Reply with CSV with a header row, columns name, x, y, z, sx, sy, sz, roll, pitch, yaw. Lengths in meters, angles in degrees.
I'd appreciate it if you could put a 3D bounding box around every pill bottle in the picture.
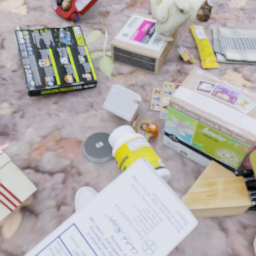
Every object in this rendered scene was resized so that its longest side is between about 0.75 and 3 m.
name,x,y,z,sx,sy,sz,roll,pitch,yaw
pill bottle,0.242,0.914,8.204,1.120,1.120,1.991,-24,57,-17

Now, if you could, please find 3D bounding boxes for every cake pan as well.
name,x,y,z,sx,sy,sz,roll,pitch,yaw
cake pan,-0.905,0.618,9.067,1.219,0.224,1.219,0,53,0

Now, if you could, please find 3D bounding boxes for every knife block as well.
name,x,y,z,sx,sy,sz,roll,pitch,yaw
knife block,2.815,2.014,7.651,2.109,0.769,2.402,34,60,24

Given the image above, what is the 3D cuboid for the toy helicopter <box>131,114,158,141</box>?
name,x,y,z,sx,sy,sz,roll,pitch,yaw
toy helicopter,0.270,0.159,9.247,1.424,0.562,0.942,-36,64,-13

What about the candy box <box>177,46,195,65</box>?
name,x,y,z,sx,sy,sz,roll,pitch,yaw
candy box,2.439,-3.037,11.711,0.476,0.230,0.816,12,44,-37

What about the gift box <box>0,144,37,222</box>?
name,x,y,z,sx,sy,sz,roll,pitch,yaw
gift box,-3.449,1.312,7.224,1.575,1.593,1.706,-45,28,-24

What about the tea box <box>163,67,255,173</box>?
name,x,y,z,sx,sy,sz,roll,pitch,yaw
tea box,2.478,-0.099,8.231,2.386,2.348,1.595,28,60,20

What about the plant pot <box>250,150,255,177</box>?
name,x,y,z,sx,sy,sz,roll,pitch,yaw
plant pot,4.160,0.925,6.403,2.132,2.181,2.118,-7,79,-52

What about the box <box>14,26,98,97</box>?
name,x,y,z,sx,sy,sz,roll,pitch,yaw
box,-2.712,-2.574,10.533,2.551,0.628,2.641,-12,72,-23

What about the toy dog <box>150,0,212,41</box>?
name,x,y,z,sx,sy,sz,roll,pitch,yaw
toy dog,1.975,-4.257,10.233,2.127,2.063,1.484,-4,25,14

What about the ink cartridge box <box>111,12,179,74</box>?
name,x,y,z,sx,sy,sz,roll,pitch,yaw
ink cartridge box,0.740,-3.650,11.847,2.115,0.964,2.568,20,56,13

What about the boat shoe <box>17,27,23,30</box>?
name,x,y,z,sx,sy,sz,roll,pitch,yaw
boat shoe,-4.313,-3.794,12.140,0.558,0.675,1.804,-26,58,-17

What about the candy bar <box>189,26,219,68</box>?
name,x,y,z,sx,sy,sz,roll,pitch,yaw
candy bar,3.252,-3.607,12.217,0.721,0.320,2.892,-1,52,-6

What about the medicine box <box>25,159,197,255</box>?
name,x,y,z,sx,sy,sz,roll,pitch,yaw
medicine box,-0.328,2.202,5.416,2.770,2.523,1.426,-38,74,-11

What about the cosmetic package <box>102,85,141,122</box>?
name,x,y,z,sx,sy,sz,roll,pitch,yaw
cosmetic package,-0.160,-0.857,9.006,0.993,0.838,1.859,27,12,-1

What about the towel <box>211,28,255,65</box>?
name,x,y,z,sx,sy,sz,roll,pitch,yaw
towel,4.933,-3.634,12.171,2.505,0.433,2.412,4,53,4

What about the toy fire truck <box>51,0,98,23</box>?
name,x,y,z,sx,sy,sz,roll,pitch,yaw
toy fire truck,-2.540,-6.197,13.236,2.516,1.411,2.113,-34,71,23

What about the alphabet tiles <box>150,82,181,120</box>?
name,x,y,z,sx,sy,sz,roll,pitch,yaw
alphabet tiles,1.984,-0.951,10.351,2.250,0.071,1.873,7,53,6

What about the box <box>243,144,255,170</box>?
name,x,y,z,sx,sy,sz,roll,pitch,yaw
box,4.871,0.481,8.572,2.463,1.166,1.264,-37,61,-24

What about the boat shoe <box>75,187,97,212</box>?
name,x,y,z,sx,sy,sz,roll,pitch,yaw
boat shoe,-0.932,2.487,7.287,0.821,0.781,2.280,-10,54,-8

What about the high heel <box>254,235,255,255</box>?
name,x,y,z,sx,sy,sz,roll,pitch,yaw
high heel,3.932,3.274,6.516,2.951,1.054,2.103,-42,62,-15
